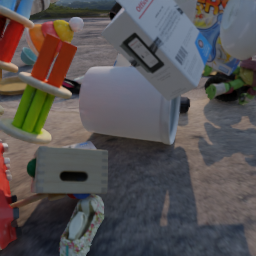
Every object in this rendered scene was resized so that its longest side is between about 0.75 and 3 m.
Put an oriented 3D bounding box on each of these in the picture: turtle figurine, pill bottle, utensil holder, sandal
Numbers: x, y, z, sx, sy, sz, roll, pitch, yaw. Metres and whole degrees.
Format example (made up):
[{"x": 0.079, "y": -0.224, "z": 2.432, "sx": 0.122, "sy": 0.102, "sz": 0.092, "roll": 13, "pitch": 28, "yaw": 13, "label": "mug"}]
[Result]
[{"x": 3.699, "y": -1.728, "z": 9.835, "sx": 2.368, "sy": 1.758, "sz": 2.442, "roll": -7, "pitch": 31, "yaw": -16, "label": "turtle figurine"}, {"x": -3.412, "y": -4.292, "z": 8.883, "sx": 2.483, "sy": 1.404, "sz": 1.404, "roll": -31, "pitch": 38, "yaw": -20, "label": "pill bottle"}, {"x": 0.121, "y": -0.679, "z": 7.612, "sx": 2.363, "sy": 2.008, "sz": 2.008, "roll": 6, "pitch": 28, "yaw": 15, "label": "utensil holder"}, {"x": -2.324, "y": -1.699, "z": 11.130, "sx": 2.203, "sy": 0.497, "sz": 0.828, "roll": 3, "pitch": 28, "yaw": 7, "label": "sandal"}]

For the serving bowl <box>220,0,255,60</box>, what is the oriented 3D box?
[{"x": 1.906, "y": -1.872, "z": 4.640, "sx": 0.464, "sy": 1.410, "sz": 1.410, "roll": 11, "pitch": 27, "yaw": -8, "label": "serving bowl"}]

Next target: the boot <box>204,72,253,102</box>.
[{"x": 4.288, "y": -1.630, "z": 10.414, "sx": 2.593, "sy": 0.976, "sz": 1.939, "roll": 1, "pitch": 19, "yaw": 25, "label": "boot"}]

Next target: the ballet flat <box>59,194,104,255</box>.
[{"x": -0.756, "y": 1.583, "z": 4.873, "sx": 0.595, "sy": 0.503, "sz": 1.573, "roll": 1, "pitch": 27, "yaw": 6, "label": "ballet flat"}]

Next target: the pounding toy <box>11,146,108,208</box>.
[{"x": -1.309, "y": 0.978, "z": 5.183, "sx": 1.510, "sy": 1.073, "sz": 1.390, "roll": 5, "pitch": -13, "yaw": -22, "label": "pounding toy"}]

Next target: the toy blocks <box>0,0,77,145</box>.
[{"x": -1.891, "y": -1.380, "z": 5.143, "sx": 2.273, "sy": 2.727, "sz": 0.990, "roll": 26, "pitch": 8, "yaw": 18, "label": "toy blocks"}]

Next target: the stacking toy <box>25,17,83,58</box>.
[{"x": -1.652, "y": -2.225, "z": 6.681, "sx": 1.328, "sy": 0.970, "sz": 0.970, "roll": -22, "pitch": 24, "yaw": 14, "label": "stacking toy"}]

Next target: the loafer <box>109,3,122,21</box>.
[{"x": -0.034, "y": -2.456, "z": 7.762, "sx": 0.704, "sy": 1.929, "sz": 0.688, "roll": -6, "pitch": 28, "yaw": 49, "label": "loafer"}]

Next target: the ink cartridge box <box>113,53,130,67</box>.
[{"x": -0.017, "y": -2.454, "z": 9.176, "sx": 0.488, "sy": 0.846, "sz": 1.166, "roll": 24, "pitch": 55, "yaw": -5, "label": "ink cartridge box"}]

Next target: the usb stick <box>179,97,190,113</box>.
[{"x": 0.703, "y": -0.922, "z": 9.687, "sx": 2.849, "sy": 0.465, "sz": 0.790, "roll": 6, "pitch": 29, "yaw": 12, "label": "usb stick"}]

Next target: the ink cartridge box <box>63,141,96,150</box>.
[{"x": -1.251, "y": 0.712, "z": 6.830, "sx": 1.030, "sy": 0.230, "sz": 0.907, "roll": -13, "pitch": 29, "yaw": -23, "label": "ink cartridge box"}]

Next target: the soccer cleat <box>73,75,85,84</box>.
[{"x": -1.697, "y": -2.168, "z": 12.006, "sx": 1.336, "sy": 0.518, "sz": 0.463, "roll": -11, "pitch": 29, "yaw": -18, "label": "soccer cleat"}]

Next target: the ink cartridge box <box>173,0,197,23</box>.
[{"x": 0.657, "y": -2.092, "z": 4.852, "sx": 1.019, "sy": 1.379, "sz": 0.522, "roll": -28, "pitch": 61, "yaw": -17, "label": "ink cartridge box"}]

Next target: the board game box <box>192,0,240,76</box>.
[{"x": 1.791, "y": -2.839, "z": 7.338, "sx": 2.843, "sy": 1.924, "sz": 0.490, "roll": 33, "pitch": 52, "yaw": 22, "label": "board game box"}]

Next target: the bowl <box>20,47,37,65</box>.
[{"x": -5.201, "y": -3.662, "z": 14.601, "sx": 0.509, "sy": 0.973, "sz": 0.973, "roll": -38, "pitch": 19, "yaw": 21, "label": "bowl"}]

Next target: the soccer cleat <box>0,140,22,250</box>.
[{"x": -2.848, "y": 1.102, "z": 5.272, "sx": 1.273, "sy": 1.026, "sz": 2.989, "roll": -7, "pitch": 33, "yaw": -26, "label": "soccer cleat"}]

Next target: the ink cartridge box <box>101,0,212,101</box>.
[{"x": 0.302, "y": -1.206, "z": 3.516, "sx": 0.521, "sy": 1.537, "sz": 0.891, "roll": -24, "pitch": 30, "yaw": 49, "label": "ink cartridge box"}]

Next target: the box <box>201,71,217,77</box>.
[{"x": 3.813, "y": -2.706, "z": 13.457, "sx": 0.940, "sy": 0.122, "sz": 1.150, "roll": 13, "pitch": 30, "yaw": 21, "label": "box"}]

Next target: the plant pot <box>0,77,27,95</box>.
[{"x": -4.581, "y": -1.709, "z": 11.432, "sx": 1.811, "sy": 0.249, "sz": 1.811, "roll": -1, "pitch": 28, "yaw": 0, "label": "plant pot"}]
